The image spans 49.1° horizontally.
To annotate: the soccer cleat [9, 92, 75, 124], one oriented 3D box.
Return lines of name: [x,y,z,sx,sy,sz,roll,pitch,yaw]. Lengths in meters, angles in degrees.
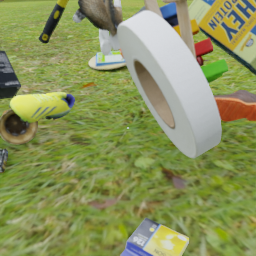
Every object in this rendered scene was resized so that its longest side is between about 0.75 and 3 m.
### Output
soccer cleat: [-1.105,-0.342,3.753,0.510,0.394,1.220,-37,-4,12]

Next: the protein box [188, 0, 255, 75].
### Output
protein box: [3.073,-2.460,6.951,2.266,1.540,2.282,12,33,-49]

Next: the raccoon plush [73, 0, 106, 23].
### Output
raccoon plush: [-1.074,-3.528,7.201,1.549,1.038,0.750,-43,45,8]

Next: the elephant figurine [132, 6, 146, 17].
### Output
elephant figurine: [0.926,-3.654,10.236,1.097,1.202,1.550,-33,62,-17]

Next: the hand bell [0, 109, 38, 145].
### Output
hand bell: [-3.551,-0.246,8.532,1.037,1.037,1.992,-18,22,-29]

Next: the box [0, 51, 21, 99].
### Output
box: [-3.840,-1.319,7.198,1.673,0.660,1.181,-16,72,-47]

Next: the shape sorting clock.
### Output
shape sorting clock: [-0.884,-3.397,14.162,2.223,0.436,2.223,-2,34,1]

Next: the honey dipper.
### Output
honey dipper: [1.013,-1.404,4.788,0.567,2.987,0.567,-13,36,9]

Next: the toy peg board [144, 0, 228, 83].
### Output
toy peg board: [1.242,-1.703,6.134,1.039,2.116,2.124,-20,0,7]

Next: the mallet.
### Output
mallet: [-0.952,-1.968,4.453,0.591,1.795,0.369,19,51,-19]

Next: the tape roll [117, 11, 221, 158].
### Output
tape roll: [0.629,-0.681,4.827,0.474,2.595,2.595,-31,35,-4]

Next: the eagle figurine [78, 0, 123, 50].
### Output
eagle figurine: [-0.373,-2.418,5.898,1.333,1.011,1.006,18,49,-47]

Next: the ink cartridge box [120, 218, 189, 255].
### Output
ink cartridge box: [0.462,2.083,4.878,0.900,0.214,0.910,18,33,28]

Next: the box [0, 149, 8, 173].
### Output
box: [-3.418,0.849,7.026,0.654,0.202,0.819,-8,31,-11]

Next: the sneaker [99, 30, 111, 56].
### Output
sneaker: [-1.013,-3.603,11.673,0.431,1.145,0.507,-12,21,-25]

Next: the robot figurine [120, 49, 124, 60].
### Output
robot figurine: [0.138,-2.476,8.791,0.979,0.704,0.571,-26,-1,34]

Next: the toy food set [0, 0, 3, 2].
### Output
toy food set: [-2.734,-2.670,4.948,1.926,0.473,1.945,14,51,16]

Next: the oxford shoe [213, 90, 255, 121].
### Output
oxford shoe: [2.411,-0.544,6.334,1.685,0.601,0.614,6,46,-19]
